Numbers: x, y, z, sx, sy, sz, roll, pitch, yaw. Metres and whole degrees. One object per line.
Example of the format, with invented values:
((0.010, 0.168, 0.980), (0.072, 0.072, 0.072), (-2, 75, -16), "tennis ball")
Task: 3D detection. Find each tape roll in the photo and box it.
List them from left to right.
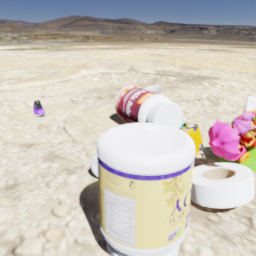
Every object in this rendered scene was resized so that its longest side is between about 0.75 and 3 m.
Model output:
((2.139, 1.300, 6.543), (1.499, 0.524, 1.499), (-9, 9, 1), "tape roll")

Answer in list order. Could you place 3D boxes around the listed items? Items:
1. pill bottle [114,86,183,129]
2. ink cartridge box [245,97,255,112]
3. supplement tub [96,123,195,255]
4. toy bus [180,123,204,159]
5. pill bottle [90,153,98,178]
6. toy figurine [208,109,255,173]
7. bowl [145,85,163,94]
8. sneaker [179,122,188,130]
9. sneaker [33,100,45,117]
((0.710, -0.638, 10.517), (1.493, 1.493, 2.615), (-13, 24, -29), "pill bottle")
((4.652, 0.099, 8.533), (2.199, 1.619, 1.591), (10, 23, 22), "ink cartridge box")
((0.280, 1.185, 4.960), (1.619, 2.227, 1.619), (0, 22, 0), "supplement tub")
((1.352, 0.640, 7.833), (0.970, 0.806, 2.477), (-12, 13, 33), "toy bus")
((-0.399, 0.806, 7.873), (0.792, 0.792, 1.449), (9, 23, 21), "pill bottle")
((2.841, 0.157, 6.985), (1.910, 2.075, 1.558), (13, 30, -52), "toy figurine")
((1.417, -1.938, 15.162), (1.013, 0.476, 1.013), (-9, 24, 4), "bowl")
((2.133, 0.020, 10.253), (0.435, 0.511, 1.121), (11, 23, 28), "sneaker")
((-4.020, -0.913, 12.468), (0.432, 0.618, 1.242), (-11, 23, -27), "sneaker")
